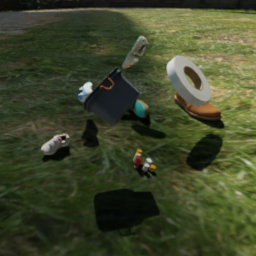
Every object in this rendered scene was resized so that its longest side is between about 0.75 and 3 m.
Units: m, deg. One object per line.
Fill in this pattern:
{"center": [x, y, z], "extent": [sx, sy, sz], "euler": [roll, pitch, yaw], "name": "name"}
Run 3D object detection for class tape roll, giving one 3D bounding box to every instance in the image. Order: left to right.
{"center": [2.334, -1.773, 10.593], "extent": [2.109, 0.385, 2.109], "euler": [25, 46, -30], "name": "tape roll"}

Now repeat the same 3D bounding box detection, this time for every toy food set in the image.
{"center": [0.447, 1.147, 8.977], "extent": [0.423, 0.398, 0.885], "euler": [-10, 46, -44], "name": "toy food set"}

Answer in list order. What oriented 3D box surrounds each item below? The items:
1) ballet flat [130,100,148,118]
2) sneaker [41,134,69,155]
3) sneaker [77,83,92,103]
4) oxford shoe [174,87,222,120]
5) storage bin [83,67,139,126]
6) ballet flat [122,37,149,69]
{"center": [0.448, -0.925, 12.359], "extent": [0.695, 0.651, 1.920], "euler": [8, 15, -37], "name": "ballet flat"}
{"center": [-2.503, 0.517, 9.662], "extent": [0.447, 0.485, 1.100], "euler": [45, 52, 12], "name": "sneaker"}
{"center": [-1.761, -1.468, 11.392], "extent": [0.642, 0.637, 1.772], "euler": [4, 19, -11], "name": "sneaker"}
{"center": [3.004, -1.197, 12.334], "extent": [1.032, 1.031, 2.892], "euler": [-14, 34, -26], "name": "oxford shoe"}
{"center": [-0.421, -0.881, 8.326], "extent": [1.035, 1.122, 1.541], "euler": [39, 70, 5], "name": "storage bin"}
{"center": [0.326, -3.136, 11.911], "extent": [0.506, 1.584, 0.599], "euler": [34, 9, 11], "name": "ballet flat"}
